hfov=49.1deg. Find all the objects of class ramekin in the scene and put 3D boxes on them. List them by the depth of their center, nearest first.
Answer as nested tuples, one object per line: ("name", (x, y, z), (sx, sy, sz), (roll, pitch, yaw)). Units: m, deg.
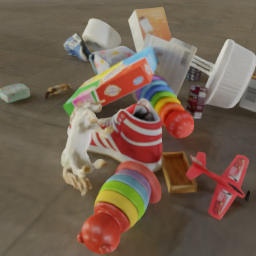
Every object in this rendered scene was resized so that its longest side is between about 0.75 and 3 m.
("ramekin", (3.355, -1.704, 9.383), (1.064, 2.284, 2.284), (23, 36, 8))
("ramekin", (-1.375, -4.512, 14.134), (1.881, 1.881, 0.917), (26, 82, 35))

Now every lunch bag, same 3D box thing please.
("lunch bag", (-4.214, -1.284, 10.387), (0.994, 0.383, 0.797), (-28, 44, -36))
("lunch bag", (-0.568, -2.750, 11.955), (1.593, 1.195, 1.879), (-20, 47, -27))

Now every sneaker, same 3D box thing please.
("sneaker", (-0.388, -0.085, 7.263), (2.928, 1.646, 1.043), (19, 32, 27))
("sneaker", (-2.592, -3.979, 14.335), (0.993, 0.976, 2.577), (-31, 39, -2))

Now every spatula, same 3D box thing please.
("spatula", (3.091, -2.700, 11.779), (2.689, 0.216, 1.870), (28, 34, 3))

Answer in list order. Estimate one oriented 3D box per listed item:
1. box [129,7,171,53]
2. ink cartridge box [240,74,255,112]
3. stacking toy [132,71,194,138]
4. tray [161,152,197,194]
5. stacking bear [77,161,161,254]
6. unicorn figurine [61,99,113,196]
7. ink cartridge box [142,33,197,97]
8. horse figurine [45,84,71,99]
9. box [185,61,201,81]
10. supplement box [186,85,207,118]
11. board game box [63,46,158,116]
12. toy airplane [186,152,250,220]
("box", (1.065, -4.528, 13.314), (1.476, 1.939, 1.031), (-15, -1, -18))
("ink cartridge box", (5.660, -1.220, 9.593), (2.674, 1.121, 2.347), (-26, 42, -36))
("stacking toy", (1.147, -0.714, 8.718), (1.243, 1.243, 2.912), (-11, 35, -16))
("tray", (1.203, 1.061, 6.853), (0.627, 0.235, 1.270), (-2, 33, -3))
("stacking bear", (-0.208, 1.577, 5.418), (1.106, 1.036, 1.822), (16, 41, 23))
("unicorn figurine", (-1.020, 0.168, 6.650), (1.723, 0.927, 2.509), (8, 68, 54))
("ink cartridge box", (1.254, -2.236, 9.907), (1.727, 1.960, 0.438), (26, 45, 9))
("horse figurine", (-2.667, -1.447, 10.626), (1.193, 0.298, 0.791), (-26, 18, -22))
("box", (2.724, -2.451, 12.022), (0.515, 0.594, 0.898), (-1, 32, -10))
("supplement box", (2.174, -0.849, 8.980), (0.300, 0.984, 0.535), (3, 15, -20))
("board game box", (-0.495, -1.492, 9.170), (2.875, 0.580, 2.200), (-24, 22, 23))
("toy airplane", (1.961, 1.141, 6.163), (1.634, 0.300, 1.634), (4, 70, -12))
